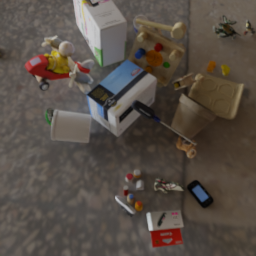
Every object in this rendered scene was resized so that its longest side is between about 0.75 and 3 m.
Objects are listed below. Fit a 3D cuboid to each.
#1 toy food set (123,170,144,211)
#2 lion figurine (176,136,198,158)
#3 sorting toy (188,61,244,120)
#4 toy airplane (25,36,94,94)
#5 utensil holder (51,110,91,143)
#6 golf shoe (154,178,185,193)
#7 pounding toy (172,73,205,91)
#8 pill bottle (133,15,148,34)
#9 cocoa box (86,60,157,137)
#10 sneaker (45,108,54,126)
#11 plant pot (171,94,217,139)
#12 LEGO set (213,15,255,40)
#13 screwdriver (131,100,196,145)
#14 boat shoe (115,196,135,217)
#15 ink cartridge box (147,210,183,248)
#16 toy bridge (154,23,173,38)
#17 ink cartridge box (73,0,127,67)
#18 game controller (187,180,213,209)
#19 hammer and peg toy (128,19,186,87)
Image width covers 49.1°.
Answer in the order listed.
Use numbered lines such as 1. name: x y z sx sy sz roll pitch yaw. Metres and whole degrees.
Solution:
1. toy food set: 0.190 1.994 9.312 0.665 0.627 1.393 3 61 2
2. lion figurine: 2.078 0.698 10.112 1.047 0.379 0.641 21 70 50
3. sorting toy: 3.647 -1.600 11.504 1.975 0.355 2.651 17 61 18
4. toy airplane: -2.329 -2.493 10.790 2.506 1.768 2.495 22 42 -6
5. utensil holder: -2.026 -0.039 10.115 1.304 1.109 1.109 6 60 -6
6. golf shoe: 1.399 2.021 9.501 1.022 0.395 0.450 14 83 11
7. pounding toy: 2.366 -1.700 11.153 0.753 1.317 0.756 -30 98 -32
8. pill bottle: 0.577 -4.580 12.685 0.640 1.069 0.640 0 86 3
9. cocoa box: -0.220 -1.127 10.549 1.485 1.509 2.263 37 67 19
10. sneaker: -2.519 -0.193 9.893 0.441 0.482 1.131 -35 103 -48
11. plant pot: 2.237 -0.343 10.129 1.444 1.444 1.253 37 105 19
12. LEGO set: 4.842 -4.538 13.145 2.151 0.610 1.397 10 62 -9
13. screwdriver: 1.214 -0.073 9.373 2.663 0.371 0.387 37 82 -10
14. boat shoe: -0.126 2.582 9.169 0.854 0.299 0.283 35 108 25
15. ink cartridge box: 1.171 3.055 8.524 1.126 0.245 0.978 4 61 -24
16. toy bridge: 1.331 -4.265 12.414 2.003 0.273 0.673 -19 92 -30
17. ink cartridge box: -1.243 -4.484 12.008 1.234 2.129 2.940 -22 65 -15
18. game controller: 2.413 2.217 9.412 0.493 0.199 0.946 -36 67 -6
19. hammer and peg toy: 1.122 -3.082 10.820 2.046 2.781 0.981 30 49 5
